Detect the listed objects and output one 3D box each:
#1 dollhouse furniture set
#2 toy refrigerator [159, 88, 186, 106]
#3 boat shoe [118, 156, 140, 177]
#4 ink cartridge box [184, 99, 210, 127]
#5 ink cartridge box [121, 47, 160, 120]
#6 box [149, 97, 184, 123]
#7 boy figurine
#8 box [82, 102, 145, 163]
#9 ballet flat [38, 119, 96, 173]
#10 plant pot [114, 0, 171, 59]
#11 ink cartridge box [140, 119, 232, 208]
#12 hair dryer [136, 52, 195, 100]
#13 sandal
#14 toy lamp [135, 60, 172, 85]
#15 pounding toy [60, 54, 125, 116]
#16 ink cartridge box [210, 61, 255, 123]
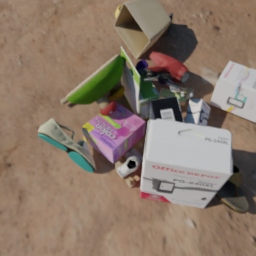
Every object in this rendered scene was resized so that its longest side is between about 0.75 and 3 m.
[{"bbox_3d":[0.245,1.097,9.042,1.272,0.621,1.085,-35,67,-17],"label":"dollhouse furniture set"},{"bbox_3d":[1.656,-1.154,10.386,0.992,0.347,0.377,15,74,8],"label":"toy refrigerator"},{"bbox_3d":[0.117,1.108,8.610,0.399,1.215,0.437,-38,80,28],"label":"boat shoe"},{"bbox_3d":[2.309,-0.311,9.421,0.478,0.820,1.133,8,77,36],"label":"ink cartridge box"},{"bbox_3d":[0.403,-1.523,9.476,0.812,2.145,1.585,-18,56,-12],"label":"ink cartridge box"},{"bbox_3d":[1.254,0.028,9.126,0.923,1.463,1.488,-9,61,-1],"label":"box"},{"bbox_3d":[0.671,-4.789,12.153,2.489,0.802,1.548,18,73,7],"label":"boy figurine"},{"bbox_3d":[-0.461,0.110,9.300,1.390,0.764,1.581,36,60,25],"label":"box"},{"bbox_3d":[-1.698,0.523,8.590,0.783,2.253,0.783,-31,33,24],"label":"ballet flat"},{"bbox_3d":[0.651,-4.053,10.979,1.487,1.678,1.680,-36,92,-18],"label":"plant pot"},{"bbox_3d":[1.424,1.120,7.731,2.065,2.844,1.186,8,59,6],"label":"ink cartridge box"},{"bbox_3d":[1.217,-2.022,9.494,1.999,0.713,2.625,21,27,-17],"label":"hair dryer"},{"bbox_3d":[3.077,1.357,8.633,1.039,0.694,2.543,12,50,-17],"label":"sandal"},{"bbox_3d":[1.013,-1.958,10.128,0.559,1.919,0.559,-7,78,36],"label":"toy lamp"},{"bbox_3d":[-0.890,-1.184,9.433,2.208,2.860,1.327,-44,104,-19],"label":"pounding toy"},{"bbox_3d":[3.989,-1.285,9.796,1.696,1.238,1.244,26,51,18],"label":"ink cartridge box"}]
